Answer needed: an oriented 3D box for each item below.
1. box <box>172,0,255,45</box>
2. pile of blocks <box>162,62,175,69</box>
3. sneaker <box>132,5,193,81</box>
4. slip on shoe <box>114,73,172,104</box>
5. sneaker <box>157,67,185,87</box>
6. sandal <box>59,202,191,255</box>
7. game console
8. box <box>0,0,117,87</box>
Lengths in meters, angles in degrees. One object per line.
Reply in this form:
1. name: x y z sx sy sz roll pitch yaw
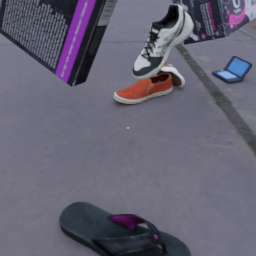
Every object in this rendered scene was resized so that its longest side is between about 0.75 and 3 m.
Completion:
1. box: 2.341 -3.181 7.011 2.203 1.456 1.264 -35 25 -31
2. pile of blocks: 1.252 -2.455 10.898 1.227 0.381 0.504 10 34 14
3. sneaker: 0.277 -0.855 2.770 0.812 0.356 0.307 -51 52 1
4. slip on shoe: 0.496 -1.278 8.837 2.114 0.647 0.783 -18 39 -23
5. sneaker: 1.633 -1.876 9.862 0.608 0.523 1.436 -18 35 -21
6. sandal: -0.138 1.661 4.366 2.228 0.533 0.837 14 35 20
7. game console: 3.753 -2.142 10.187 0.910 0.631 1.066 -11 34 -18
8. box: -1.257 -1.816 4.041 2.126 1.520 0.384 37 34 11
